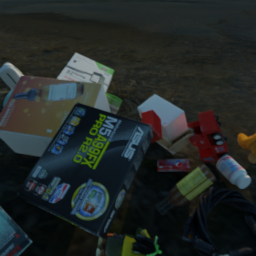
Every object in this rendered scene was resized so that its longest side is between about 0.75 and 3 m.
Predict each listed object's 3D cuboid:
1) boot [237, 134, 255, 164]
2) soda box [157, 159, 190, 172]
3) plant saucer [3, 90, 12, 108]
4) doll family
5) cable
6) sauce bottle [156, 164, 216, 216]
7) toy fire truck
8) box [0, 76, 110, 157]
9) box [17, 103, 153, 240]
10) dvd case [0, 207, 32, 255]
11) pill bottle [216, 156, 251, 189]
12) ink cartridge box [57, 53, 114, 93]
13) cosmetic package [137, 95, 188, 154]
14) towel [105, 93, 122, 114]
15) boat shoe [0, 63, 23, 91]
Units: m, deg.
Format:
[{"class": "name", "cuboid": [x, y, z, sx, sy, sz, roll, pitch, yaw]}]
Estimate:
[{"class": "boot", "cuboid": [3.631, 0.323, 8.030, 0.444, 0.903, 1.261, 11, 38, -8]}, {"class": "soda box", "cuboid": [1.214, 1.013, 7.545, 0.833, 0.292, 0.264, 0, 63, 0]}, {"class": "plant saucer", "cuboid": [-3.531, -1.347, 11.236, 2.879, 0.517, 2.879, 1, 31, 0]}, {"class": "doll family", "cuboid": [0.107, 2.505, 4.660, 1.380, 0.937, 2.388, 5, 36, 2]}, {"class": "cable", "cuboid": [2.163, 2.001, 5.767, 1.679, 0.523, 2.057, 22, 37, 30]}, {"class": "sauce bottle", "cuboid": [1.228, 1.379, 6.126, 1.426, 0.471, 0.471, -39, 32, 11]}, {"class": "toy fire truck", "cuboid": [1.557, 0.278, 7.307, 1.766, 2.505, 0.611, -16, 55, 22]}, {"class": "box", "cuboid": [-2.033, -0.239, 7.960, 2.546, 1.354, 1.939, 7, 60, 11]}, {"class": "box", "cuboid": [-0.840, 0.771, 6.010, 1.977, 0.546, 2.468, 18, 64, 22]}, {"class": "dvd case", "cuboid": [-2.838, 1.760, 4.745, 1.948, 0.214, 1.422, 44, 72, 6]}, {"class": "pill bottle", "cuboid": [2.676, 1.128, 7.111, 0.467, 0.467, 0.858, -12, 35, -18]}, {"class": "ink cartridge box", "cuboid": [-1.646, -1.661, 10.593, 1.718, 0.992, 2.361, 23, 35, -9]}, {"class": "cosmetic package", "cuboid": [1.067, -0.119, 8.305, 0.773, 1.258, 1.254, -39, 47, -13]}, {"class": "towel", "cuboid": [-0.887, -0.684, 8.932, 1.103, 1.478, 0.227, 25, 53, -8]}, {"class": "boat shoe", "cuboid": [-3.521, -1.321, 9.577, 0.768, 2.089, 0.697, -23, 37, 1]}]
